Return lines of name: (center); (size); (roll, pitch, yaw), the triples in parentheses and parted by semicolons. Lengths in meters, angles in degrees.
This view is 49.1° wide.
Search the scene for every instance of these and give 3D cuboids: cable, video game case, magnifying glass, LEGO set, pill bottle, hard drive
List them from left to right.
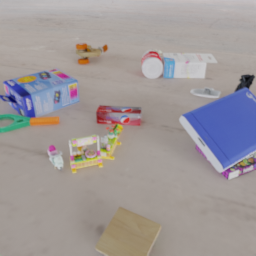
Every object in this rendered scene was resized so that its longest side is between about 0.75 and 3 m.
magnifying glass: (-3.602, -0.208, 9.613); (2.408, 0.270, 0.959); (-2, 32, -4)
LEGO set: (-0.943, 0.359, 8.039); (2.639, 0.982, 1.214); (-25, 40, -33)
pill bottle: (1.135, -3.132, 13.493); (0.976, 0.976, 1.739); (1, 32, 1)
video game case: (2.946, 0.745, 8.075); (1.379, 0.272, 1.522); (-15, 36, -17)
hard drive: (3.048, -0.064, 8.058); (2.753, 0.349, 1.816); (-22, 66, -27)
cable: (4.313, -1.414, 10.378); (0.367, 1.177, 1.443); (22, 23, 31)

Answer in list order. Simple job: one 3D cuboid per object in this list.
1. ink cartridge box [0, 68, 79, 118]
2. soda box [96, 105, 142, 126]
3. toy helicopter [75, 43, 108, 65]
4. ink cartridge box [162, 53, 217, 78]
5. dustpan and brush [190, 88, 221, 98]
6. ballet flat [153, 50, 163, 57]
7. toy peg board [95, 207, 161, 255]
ink cartridge box: (-3.457, -1.294, 10.636); (2.669, 1.019, 1.821); (-27, 41, -32)
soda box: (-0.310, -0.429, 9.727); (1.539, 0.488, 0.539); (3, 32, 6)
toy helicopter: (-2.055, -4.273, 15.366); (1.661, 0.991, 2.512); (-10, 26, -11)
ink cartridge box: (2.869, -2.990, 13.413); (2.407, 0.817, 1.386); (1, 33, 1)
dustpan and brush: (3.241, -1.459, 11.292); (1.120, 0.459, 1.605); (11, 4, 25)
ballet flat: (1.674, -4.269, 15.894); (0.906, 0.305, 0.308); (20, 38, 27)
toy peg board: (0.037, 2.284, 5.643); (0.985, 0.482, 0.981); (16, 52, 26)
